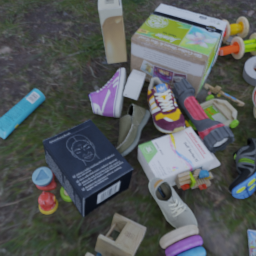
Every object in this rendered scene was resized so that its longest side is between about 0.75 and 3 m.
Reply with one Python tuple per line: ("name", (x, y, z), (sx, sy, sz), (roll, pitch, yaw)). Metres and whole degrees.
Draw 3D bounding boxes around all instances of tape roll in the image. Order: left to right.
("tape roll", (5.590, -2.388, 11.785), (1.377, 0.455, 1.377), (-6, 57, 8))

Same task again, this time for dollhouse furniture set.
("dollhouse furniture set", (-0.226, 3.673, 6.754), (1.630, 1.639, 2.326), (21, 25, 15))

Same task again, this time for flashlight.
("flashlight", (2.491, -0.531, 9.763), (0.981, 0.984, 2.897), (-33, 58, 12))

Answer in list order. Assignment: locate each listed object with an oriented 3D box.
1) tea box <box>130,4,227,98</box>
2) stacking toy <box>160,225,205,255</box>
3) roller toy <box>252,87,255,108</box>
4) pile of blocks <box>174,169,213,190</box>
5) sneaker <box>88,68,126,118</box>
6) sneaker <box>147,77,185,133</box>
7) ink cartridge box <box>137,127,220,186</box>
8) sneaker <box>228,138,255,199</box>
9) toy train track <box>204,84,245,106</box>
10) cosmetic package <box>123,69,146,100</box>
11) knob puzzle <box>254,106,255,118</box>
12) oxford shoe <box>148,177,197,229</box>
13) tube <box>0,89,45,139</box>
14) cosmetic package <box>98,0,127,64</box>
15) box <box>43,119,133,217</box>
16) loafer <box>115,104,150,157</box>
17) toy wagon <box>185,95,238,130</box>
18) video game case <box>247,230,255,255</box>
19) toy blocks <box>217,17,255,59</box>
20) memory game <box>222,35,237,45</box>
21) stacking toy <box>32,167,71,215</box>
("tea box", (2.046, -3.244, 11.630), (2.989, 1.997, 2.940), (22, 56, 16))
("stacking toy", (1.736, 3.753, 6.786), (1.084, 1.084, 2.538), (-16, 57, -13))
("roller toy", (4.934, -1.051, 9.676), (0.851, 1.219, 1.112), (-10, 9, -19))
("pile of blocks", (2.120, 1.598, 8.436), (1.562, 0.641, 0.485), (0, 51, -34))
("sneaker", (-0.821, -1.510, 11.023), (1.376, 0.875, 2.413), (5, 52, 8))
("sneaker", (1.218, -0.851, 9.840), (0.997, 1.199, 2.661), (-14, 33, -8))
("ink cartridge box", (1.705, 0.906, 9.097), (2.463, 0.829, 1.442), (-19, 54, -15))
("sneaker", (3.767, 1.238, 8.930), (1.037, 0.887, 2.502), (20, 51, 32))
("toy train track", (3.702, -1.220, 10.941), (1.669, 0.957, 0.272), (28, 87, 7))
("cosmetic package", (0.256, -1.697, 10.848), (0.591, 0.749, 1.393), (19, 28, -1))
("knob puzzle", (5.796, -0.444, 10.188), (2.953, 0.409, 2.953), (2, 36, -1))
("oxford shoe", (1.272, 2.202, 7.826), (0.716, 0.550, 1.904), (-38, 92, -16))
("tube", (-4.090, -0.563, 10.504), (0.862, 0.561, 2.225), (24, 59, 28))
("cosmetic package", (-0.581, -3.875, 11.059), (0.841, 2.367, 1.245), (-6, 52, 2))
("box", (-1.250, 1.143, 8.482), (1.697, 1.224, 2.287), (-27, 59, -28))
("loafer", (-0.048, 0.084, 9.593), (0.849, 0.917, 2.438), (38, 46, -11))
("toy wagon", (2.974, -0.390, 10.373), (2.017, 0.399, 1.565), (-24, 54, -12))
("video game case", (3.782, 3.292, 7.678), (0.925, 0.102, 0.842), (8, 52, 6))
("toy blocks", (4.341, -4.016, 12.883), (2.777, 1.008, 2.314), (-12, 56, -8))
("memory game", (4.992, -4.334, 13.752), (0.930, 0.059, 0.930), (0, 51, 0))
("stacking toy", (-2.234, 1.736, 8.588), (1.310, 0.611, 1.447), (-18, 54, -14))
